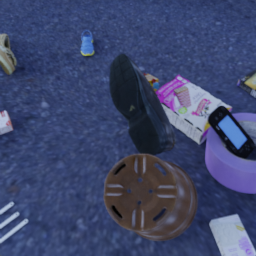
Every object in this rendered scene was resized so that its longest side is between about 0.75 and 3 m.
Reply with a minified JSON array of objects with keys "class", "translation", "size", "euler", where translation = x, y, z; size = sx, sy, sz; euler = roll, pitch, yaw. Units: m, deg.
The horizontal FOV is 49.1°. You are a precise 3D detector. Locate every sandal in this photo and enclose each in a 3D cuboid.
[{"class":"sandal","translation":[-1.766,-3.626,11.930],"size":[0.563,0.616,1.415],"euler":[-6,53,-8]}]

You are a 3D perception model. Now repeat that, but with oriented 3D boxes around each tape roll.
[{"class":"tape roll","translation":[3.383,0.654,7.981],"size":[2.257,0.959,2.257],"euler":[-5,44,4]}]

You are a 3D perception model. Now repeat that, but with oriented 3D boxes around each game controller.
[{"class":"game controller","translation":[2.867,0.136,7.802],"size":[0.825,0.333,1.582],"euler":[-37,87,-36]}]

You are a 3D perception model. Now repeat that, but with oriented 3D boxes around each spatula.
[{"class":"spatula","translation":[-3.394,2.590,7.184],"size":[0.977,0.113,1.404],"euler":[37,60,27]}]

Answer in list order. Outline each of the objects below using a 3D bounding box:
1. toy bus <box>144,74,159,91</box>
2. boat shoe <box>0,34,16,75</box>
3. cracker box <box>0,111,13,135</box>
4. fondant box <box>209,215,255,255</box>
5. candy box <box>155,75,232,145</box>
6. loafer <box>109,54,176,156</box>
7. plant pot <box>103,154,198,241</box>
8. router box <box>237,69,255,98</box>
[{"class":"toy bus","translation":[0.390,-1.280,8.593],"size":[1.094,0.565,1.032],"euler":[9,32,7]},{"class":"boat shoe","translation":[-4.957,-3.067,11.300],"size":[0.798,0.926,2.538],"euler":[-27,48,-15]},{"class":"cracker box","translation":[-4.434,-0.072,9.220],"size":[1.059,0.305,0.709],"euler":[-22,54,-18]},{"class":"fondant box","translation":[2.566,2.741,6.939],"size":[0.731,0.295,1.013],"euler":[-10,53,-8]},{"class":"candy box","translation":[2.044,-0.687,9.455],"size":[1.545,0.691,2.265],"euler":[-37,60,-25]},{"class":"loafer","translation":[0.339,-0.613,7.253],"size":[1.030,1.037,2.849],"euler":[0,65,-49]},{"class":"plant pot","translation":[0.500,1.529,6.350],"size":[2.024,2.004,2.024],"euler":[-5,70,15]},{"class":"router box","translation":[4.854,-1.701,10.542],"size":[1.170,0.305,0.920],"euler":[-31,57,-23]}]
